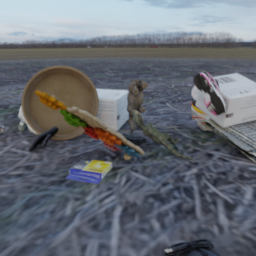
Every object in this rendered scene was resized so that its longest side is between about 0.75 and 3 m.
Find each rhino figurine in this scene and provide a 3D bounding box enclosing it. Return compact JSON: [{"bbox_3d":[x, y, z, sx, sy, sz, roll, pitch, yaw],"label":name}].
[{"bbox_3d":[0.226,-0.664,9.032,0.550,1.841,0.805,1,22,-15],"label":"rhino figurine"}]

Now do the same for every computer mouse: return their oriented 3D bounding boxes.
[{"bbox_3d":[1.043,1.854,3.749,0.792,0.302,1.144,-4,18,-16],"label":"computer mouse"}]

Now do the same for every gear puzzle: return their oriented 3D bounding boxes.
[{"bbox_3d":[-0.966,0.003,6.789,2.985,0.391,1.546,37,-14,-35],"label":"gear puzzle"}]

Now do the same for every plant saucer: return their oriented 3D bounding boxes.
[{"bbox_3d":[-2.156,-0.793,9.022,2.413,2.413,0.355,-2,-4,-7],"label":"plant saucer"}]

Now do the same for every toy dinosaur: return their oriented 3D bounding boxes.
[{"bbox_3d":[0.955,0.287,7.865,2.107,0.500,0.929,37,11,15],"label":"toy dinosaur"}]

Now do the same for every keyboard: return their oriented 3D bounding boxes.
[{"bbox_3d":[-0.171,0.339,8.735,1.335,0.171,0.802,8,19,28],"label":"keyboard"}]

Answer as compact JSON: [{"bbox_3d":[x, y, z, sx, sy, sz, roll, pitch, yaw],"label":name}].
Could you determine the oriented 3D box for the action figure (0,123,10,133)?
[{"bbox_3d":[-4.235,-0.013,8.984,0.808,0.280,0.526,6,8,-26],"label":"action figure"}]

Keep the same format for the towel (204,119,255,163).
[{"bbox_3d":[3.856,-0.028,8.180,2.434,0.420,2.344,-19,37,-20],"label":"towel"}]

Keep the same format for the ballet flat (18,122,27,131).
[{"bbox_3d":[-3.774,-0.108,10.027,0.264,0.249,0.783,-5,18,-14],"label":"ballet flat"}]

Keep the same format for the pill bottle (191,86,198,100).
[{"bbox_3d":[4.085,-1.920,14.640,0.906,0.906,1.633,14,23,38],"label":"pill bottle"}]

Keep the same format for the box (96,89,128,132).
[{"bbox_3d":[-1.011,-0.721,10.426,1.779,1.163,1.770,5,18,12],"label":"box"}]

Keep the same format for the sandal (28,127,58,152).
[{"bbox_3d":[-2.434,0.329,8.238,0.260,0.462,1.214,40,41,5],"label":"sandal"}]

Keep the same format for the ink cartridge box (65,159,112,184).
[{"bbox_3d":[-0.919,1.002,6.642,0.830,0.197,0.840,6,17,17],"label":"ink cartridge box"}]

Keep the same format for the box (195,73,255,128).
[{"bbox_3d":[3.079,-0.876,8.450,1.455,0.956,1.462,-13,35,-19],"label":"box"}]

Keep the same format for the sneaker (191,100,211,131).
[{"bbox_3d":[2.907,-0.206,9.544,0.773,0.816,1.987,-18,41,-20],"label":"sneaker"}]

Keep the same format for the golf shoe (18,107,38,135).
[{"bbox_3d":[-3.147,-0.276,9.268,1.331,0.647,0.521,34,44,16],"label":"golf shoe"}]

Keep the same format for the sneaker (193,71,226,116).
[{"bbox_3d":[2.306,-0.980,7.520,0.528,1.315,0.568,-12,23,49],"label":"sneaker"}]
